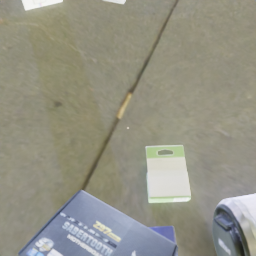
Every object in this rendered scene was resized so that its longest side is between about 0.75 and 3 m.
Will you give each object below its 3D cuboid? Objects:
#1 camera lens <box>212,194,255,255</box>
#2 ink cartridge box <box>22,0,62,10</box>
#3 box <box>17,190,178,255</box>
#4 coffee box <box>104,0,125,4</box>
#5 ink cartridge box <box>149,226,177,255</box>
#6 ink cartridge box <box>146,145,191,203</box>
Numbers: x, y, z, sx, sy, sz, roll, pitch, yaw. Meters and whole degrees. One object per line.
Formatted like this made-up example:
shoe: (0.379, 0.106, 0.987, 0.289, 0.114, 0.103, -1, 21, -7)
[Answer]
camera lens: (2.772, 2.042, 5.240, 2.067, 1.654, 1.654, -8, 61, -5)
ink cartridge box: (-3.249, -4.708, 9.731, 1.648, 0.556, 0.960, -18, 62, -12)
box: (-0.394, 1.969, 4.254, 1.956, 0.499, 1.543, 27, 33, 15)
coffee box: (-0.368, -3.737, 6.901, 0.698, 0.487, 1.221, 6, 66, -13)
ink cartridge box: (-0.251, 3.295, 5.149, 2.749, 0.654, 2.782, -4, 62, -2)
ink cartridge box: (0.904, 1.064, 6.580, 0.940, 0.310, 1.291, -2, 60, -1)
